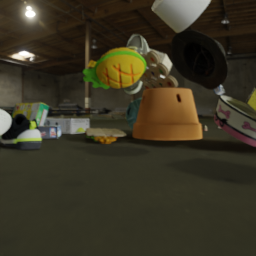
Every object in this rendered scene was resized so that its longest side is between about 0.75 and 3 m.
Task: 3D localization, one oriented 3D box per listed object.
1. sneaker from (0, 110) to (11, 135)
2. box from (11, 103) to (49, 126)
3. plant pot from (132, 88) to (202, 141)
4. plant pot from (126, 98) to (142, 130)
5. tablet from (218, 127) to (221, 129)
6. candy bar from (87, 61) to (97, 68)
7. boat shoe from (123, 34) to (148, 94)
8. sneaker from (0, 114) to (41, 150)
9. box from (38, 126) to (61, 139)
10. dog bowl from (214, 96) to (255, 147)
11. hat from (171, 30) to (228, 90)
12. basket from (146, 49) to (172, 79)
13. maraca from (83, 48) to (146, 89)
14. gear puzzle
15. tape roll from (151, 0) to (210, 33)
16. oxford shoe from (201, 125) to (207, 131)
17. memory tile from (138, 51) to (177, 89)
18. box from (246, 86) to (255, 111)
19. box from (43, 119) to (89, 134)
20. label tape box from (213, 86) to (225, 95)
[{"bbox_3d":[-3.296,0.149,5.444,1.207,1.032,2.771,10,16,20],"label":"sneaker"},{"bbox_3d":[-4.600,-0.446,12.675,2.219,1.302,0.537,3,-16,37],"label":"box"},{"bbox_3d":[1.367,-0.486,9.781,2.396,1.677,2.396,1,2,0],"label":"plant pot"},{"bbox_3d":[1.015,-0.642,12.528,1.992,1.992,1.951,2,11,31],"label":"plant pot"},{"bbox_3d":[5.940,0.004,15.841,1.298,0.136,1.994,0,3,6],"label":"tablet"},{"bbox_3d":[-1.084,-2.880,13.855,1.988,0.496,0.220,22,-33,8],"label":"candy bar"},{"bbox_3d":[0.212,-2.967,12.188,1.069,2.991,0.894,-2,-25,23],"label":"boat shoe"},{"bbox_3d":[-2.667,0.055,7.056,0.720,0.831,2.008,-2,4,-41],"label":"sneaker"},{"bbox_3d":[-3.504,0.139,9.752,2.177,0.410,1.487,0,3,-9],"label":"box"},{"bbox_3d":[2.893,-0.129,6.876,1.706,0.629,1.706,21,22,-9],"label":"dog bowl"},{"bbox_3d":[2.644,-2.549,9.745,0.963,2.388,2.388,-41,20,-21],"label":"hat"},{"bbox_3d":[1.339,-3.123,14.047,1.337,1.085,1.349,27,0,25],"label":"basket"},{"bbox_3d":[-0.406,-1.625,8.071,1.933,1.034,1.325,-19,-33,29],"label":"maraca"},{"bbox_3d":[-0.719,0.281,8.725,1.228,0.310,2.371,2,5,-10],"label":"gear puzzle"},{"bbox_3d":[1.372,-3.270,7.190,0.918,1.337,1.337,35,-9,-18],"label":"tape roll"},{"bbox_3d":[3.847,-0.005,14.267,0.278,0.290,0.784,0,3,-5],"label":"oxford shoe"},{"bbox_3d":[0.787,-1.934,9.934,0.170,1.548,2.019,-44,19,-17],"label":"memory tile"},{"bbox_3d":[3.608,-0.327,6.361,0.964,0.642,2.563,23,21,-4],"label":"box"},{"bbox_3d":[-2.948,-0.107,12.625,2.131,0.641,1.243,1,3,31],"label":"box"},{"bbox_3d":[3.564,-1.627,11.106,0.262,0.596,0.826,-30,-15,31],"label":"label tape box"}]
